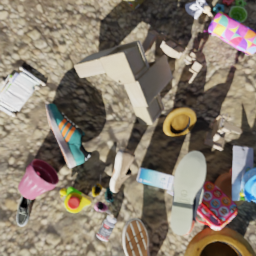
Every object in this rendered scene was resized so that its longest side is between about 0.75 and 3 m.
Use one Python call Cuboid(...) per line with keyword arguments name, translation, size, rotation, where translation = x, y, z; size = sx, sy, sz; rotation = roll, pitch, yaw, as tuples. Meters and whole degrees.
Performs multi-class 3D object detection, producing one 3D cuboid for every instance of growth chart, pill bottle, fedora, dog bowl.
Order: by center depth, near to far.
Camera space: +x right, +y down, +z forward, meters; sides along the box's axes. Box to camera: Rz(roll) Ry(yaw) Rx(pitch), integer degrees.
Cuboid(name="fedora", translation=(3.286, 5.088, 10.159), size=(2.910, 1.187, 2.910), rotation=(-1, 74, 2))
Cuboid(name="dog bowl", translation=(5.211, 2.402, 10.333), size=(2.492, 0.618, 1.389), rotation=(40, 109, -16))
Cuboid(name="pill bottle", translation=(-0.809, 3.819, 10.666), size=(0.485, 0.485, 0.838), rotation=(26, 85, 3))
Cuboid(name="fedora", translation=(1.931, -0.296, 10.897), size=(1.433, 1.433, 0.584), rotation=(-17, 42, -2))
Cuboid(name="growth chart", translation=(-4.591, -1.503, 11.428), size=(1.480, 0.181, 2.045), rotation=(40, 85, 5))

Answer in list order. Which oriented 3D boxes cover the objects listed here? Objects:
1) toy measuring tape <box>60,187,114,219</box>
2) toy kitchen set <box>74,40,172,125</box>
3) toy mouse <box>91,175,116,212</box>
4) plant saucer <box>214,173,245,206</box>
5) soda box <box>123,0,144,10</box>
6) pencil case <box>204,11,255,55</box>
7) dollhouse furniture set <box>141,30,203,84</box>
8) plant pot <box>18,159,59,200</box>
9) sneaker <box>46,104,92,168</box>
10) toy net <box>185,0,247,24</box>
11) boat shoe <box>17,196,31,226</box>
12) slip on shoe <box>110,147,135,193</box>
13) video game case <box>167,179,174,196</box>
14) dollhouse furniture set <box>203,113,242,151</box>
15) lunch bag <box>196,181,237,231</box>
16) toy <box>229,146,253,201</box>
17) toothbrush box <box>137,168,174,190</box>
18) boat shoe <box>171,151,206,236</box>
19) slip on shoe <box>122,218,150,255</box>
Cuboid(name="toy measuring tape", translation=(-1.659, 3.034, 10.636), size=(2.248, 0.827, 0.827), rotation=(31, 84, 1))
Cuboid(name="toy kitchen set", translation=(0.033, -1.909, 11.190), size=(2.333, 2.580, 2.860), rotation=(-48, 124, -41))
Cuboid(name="toy mouse", translation=(-0.948, 2.750, 10.604), size=(0.281, 1.452, 1.291), rotation=(-27, 115, 36))
Cuboid(name="plant saucer", translation=(4.043, 2.432, 10.965), size=(1.332, 0.215, 1.332), rotation=(0, 84, 1))
Cuboid(name="soda box", translation=(0.822, -6.134, 11.650), size=(2.426, 0.777, 0.822), rotation=(-45, 86, -5))
Cuboid(name="pencil case", translation=(4.273, -3.777, 11.297), size=(2.238, 0.989, 0.989), rotation=(29, 84, 4))
Cuboid(name="dollhouse furniture set", translation=(1.736, -2.808, 11.239), size=(2.397, 1.242, 1.061), rotation=(34, 122, 6))
Cuboid(name="plant pot", translation=(-3.466, 2.021, 10.569), size=(1.139, 1.272, 1.272), rotation=(-44, 85, 10))
Cuboid(name="sneaker", translation=(-2.339, 0.171, 10.936), size=(1.080, 0.965, 2.703), rotation=(-23, 79, -21))
Cuboid(name="toy net", translation=(3.680, -5.068, 11.666), size=(2.506, 0.484, 1.314), rotation=(12, 86, 2))
Cuboid(name="boat shoe", translation=(-4.054, 3.137, 10.777), size=(0.462, 0.416, 1.306), rotation=(8, 84, 1))
Cuboid(name="slip on shoe", translation=(-0.191, 1.653, 10.345), size=(0.624, 0.784, 2.061), rotation=(18, 120, 10))
Cuboid(name="video game case", translation=(2.081, 2.173, 10.838), size=(0.808, 0.102, 1.129), rotation=(24, 83, 37))
Cuboid(name="dollhouse furniture set", translation=(3.585, 0.108, 10.478), size=(0.750, 1.694, 0.878), rotation=(21, 68, -2))
Cuboid(name="lunch bag", translation=(3.034, 2.920, 10.359), size=(1.395, 0.649, 1.584), rotation=(-38, 54, -12))
Cuboid(name="toy", translation=(4.277, 1.755, 10.807), size=(1.162, 0.476, 2.018), rotation=(7, 80, -31))
Cuboid(name="toothbrush box", translation=(1.009, 1.924, 10.655), size=(1.278, 0.936, 0.545), rotation=(15, 84, 2))
Cuboid(name="boat shoe", translation=(2.191, 2.334, 10.101), size=(1.062, 0.933, 2.984), rotation=(8, 79, 26))
Cuboid(name="slip on shoe", translation=(0.357, 4.525, 10.282), size=(0.968, 0.771, 2.547), rotation=(-17, 93, -13))
